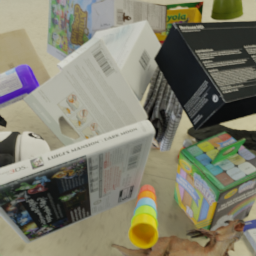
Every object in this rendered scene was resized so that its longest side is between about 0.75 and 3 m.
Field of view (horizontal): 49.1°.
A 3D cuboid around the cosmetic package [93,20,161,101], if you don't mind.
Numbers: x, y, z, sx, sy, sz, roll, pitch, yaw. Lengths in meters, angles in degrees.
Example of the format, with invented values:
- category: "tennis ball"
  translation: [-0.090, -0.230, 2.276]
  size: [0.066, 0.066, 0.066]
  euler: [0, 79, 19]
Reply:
- category: "cosmetic package"
  translation: [-0.264, -1.457, 6.346]
  size: [1.535, 0.943, 1.530]
  euler: [2, 56, 38]

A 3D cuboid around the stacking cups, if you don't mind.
- category: "stacking cups"
  translation: [0.289, 1.454, 4.854]
  size: [0.452, 0.452, 1.493]
  euler: [4, 11, 5]

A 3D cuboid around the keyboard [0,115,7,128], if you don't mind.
- category: "keyboard"
  translation: [-2.836, -0.404, 5.365]
  size: [0.983, 1.637, 0.210]
  euler: [18, 73, 6]

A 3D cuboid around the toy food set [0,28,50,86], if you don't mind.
- category: "toy food set"
  translation: [-3.517, -1.662, 8.011]
  size: [0.761, 1.808, 2.519]
  euler: [-11, 21, 40]

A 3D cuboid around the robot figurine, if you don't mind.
- category: "robot figurine"
  translation: [-2.180, 0.589, 4.653]
  size: [1.754, 1.094, 1.317]
  euler: [-3, 33, -11]

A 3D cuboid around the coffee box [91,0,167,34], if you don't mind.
- category: "coffee box"
  translation: [0.052, -2.986, 7.617]
  size: [1.823, 0.727, 1.042]
  euler: [-11, 17, -38]

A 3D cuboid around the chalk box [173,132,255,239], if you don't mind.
- category: "chalk box"
  translation: [2.200, 1.193, 6.872]
  size: [1.501, 2.413, 1.494]
  euler: [-17, 40, -21]

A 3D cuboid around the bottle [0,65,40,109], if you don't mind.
- category: "bottle"
  translation: [-3.323, -0.738, 6.659]
  size: [2.357, 0.769, 0.984]
  euler: [-25, 16, -8]

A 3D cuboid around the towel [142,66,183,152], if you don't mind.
- category: "towel"
  translation: [0.969, -0.685, 7.462]
  size: [0.937, 1.812, 2.189]
  euler: [13, 62, 7]

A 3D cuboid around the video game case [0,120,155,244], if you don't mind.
- category: "video game case"
  translation: [-0.849, 1.065, 4.835]
  size: [2.433, 2.677, 0.313]
  euler: [-19, 60, -18]

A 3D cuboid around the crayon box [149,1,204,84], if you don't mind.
- category: "crayon box"
  translation: [1.401, -2.893, 9.399]
  size: [1.788, 2.817, 0.715]
  euler: [8, 2, 30]

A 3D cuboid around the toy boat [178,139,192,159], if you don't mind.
- category: "toy boat"
  translation: [2.225, 0.752, 8.602]
  size: [1.535, 1.291, 0.713]
  euler: [8, 66, 48]

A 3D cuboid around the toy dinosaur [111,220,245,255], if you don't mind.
- category: "toy dinosaur"
  translation: [1.090, 2.726, 6.069]
  size: [2.702, 1.160, 1.831]
  euler: [-1, 25, 24]

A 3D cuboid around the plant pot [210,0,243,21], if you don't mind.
- category: "plant pot"
  translation: [3.095, -4.004, 8.735]
  size: [1.004, 0.966, 1.004]
  euler: [-8, 37, 6]

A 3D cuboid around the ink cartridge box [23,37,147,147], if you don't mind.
- category: "ink cartridge box"
  translation: [-0.681, -0.387, 5.023]
  size: [1.582, 1.823, 0.397]
  euler: [-39, 35, -7]

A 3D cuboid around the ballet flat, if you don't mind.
- category: "ballet flat"
  translation: [3.414, 0.435, 9.449]
  size: [2.888, 0.820, 0.960]
  euler: [8, 50, 20]

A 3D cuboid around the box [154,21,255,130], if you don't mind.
- category: "box"
  translation: [2.174, -1.201, 5.823]
  size: [2.658, 1.048, 1.876]
  euler: [-12, 67, -28]

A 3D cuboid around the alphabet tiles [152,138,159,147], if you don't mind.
- category: "alphabet tiles"
  translation: [0.272, 0.059, 6.651]
  size: [1.098, 1.123, 0.082]
  euler: [39, 84, 20]

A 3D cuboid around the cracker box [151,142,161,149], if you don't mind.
- category: "cracker box"
  translation: [0.275, 0.011, 9.923]
  size: [2.038, 0.588, 1.365]
  euler: [4, 38, 7]

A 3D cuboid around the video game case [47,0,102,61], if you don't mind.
- category: "video game case"
  translation: [-1.810, -3.227, 9.024]
  size: [2.333, 2.562, 0.283]
  euler: [34, 38, 28]

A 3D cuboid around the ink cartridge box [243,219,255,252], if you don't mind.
- category: "ink cartridge box"
  translation: [3.547, 2.644, 6.775]
  size: [1.224, 0.270, 1.247]
  euler: [-9, 40, -12]
